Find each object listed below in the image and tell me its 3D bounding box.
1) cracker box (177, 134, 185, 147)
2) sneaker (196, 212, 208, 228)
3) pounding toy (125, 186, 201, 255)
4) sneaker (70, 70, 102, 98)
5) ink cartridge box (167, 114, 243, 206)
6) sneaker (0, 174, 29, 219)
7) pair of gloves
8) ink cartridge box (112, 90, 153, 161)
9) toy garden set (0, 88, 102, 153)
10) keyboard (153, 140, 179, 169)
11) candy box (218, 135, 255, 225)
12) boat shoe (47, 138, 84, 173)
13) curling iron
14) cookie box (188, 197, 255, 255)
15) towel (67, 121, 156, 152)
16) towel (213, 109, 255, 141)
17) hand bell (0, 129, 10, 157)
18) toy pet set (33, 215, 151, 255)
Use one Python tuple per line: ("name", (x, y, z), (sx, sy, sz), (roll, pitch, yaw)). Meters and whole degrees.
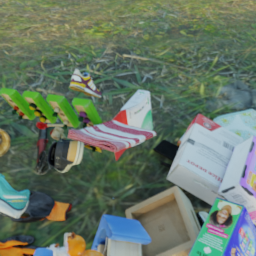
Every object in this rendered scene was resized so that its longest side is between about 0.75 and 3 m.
("cracker box", (2.139, 0.460, 9.762), (0.541, 0.233, 0.808), (27, 49, 25))
("sneaker", (2.553, 3.019, 6.786), (1.098, 0.827, 2.349), (-10, 44, -28))
("pounding toy", (0.614, 2.951, 6.617), (2.398, 1.097, 2.107), (-29, 44, 12))
("sneaker", (-1.248, -1.381, 8.894), (0.529, 1.412, 0.636), (12, 88, 27))
("ink cartridge box", (2.356, 0.921, 8.458), (1.676, 0.946, 2.283), (31, 49, 4))
("sneaker", (-3.318, 1.383, 6.554), (2.081, 0.806, 0.829), (35, 58, -22))
("pair of gloves", (-2.788, 2.686, 7.406), (2.086, 0.290, 2.342), (7, 43, 7))
("ink cartridge box", (0.156, -0.056, 8.515), (0.465, 1.493, 1.855), (12, 42, 25))
("toy garden set", (-1.915, -0.070, 7.590), (2.582, 2.152, 0.515), (9, 61, 19))
("keyboard", (1.616, 1.071, 9.171), (1.819, 0.187, 1.156), (27, 44, 27))
("candy box", (3.712, 1.645, 7.430), (2.249, 0.805, 1.887), (41, 50, -2))
("boat shoe", (-1.911, 0.763, 7.982), (0.753, 2.419, 0.903), (12, 74, -21))
("curling iron", (-2.849, 0.446, 9.599), (0.713, 0.368, 2.877), (-41, 37, 19))
("cookie box", (1.931, 2.602, 5.658), (0.664, 1.511, 1.766), (7, 52, 46))
("towel", (-0.299, 0.131, 6.479), (1.324, 0.209, 1.838), (14, 16, 29))
("towel", (4.242, 0.079, 9.998), (1.924, 0.463, 1.647), (-14, 45, -14))
("hand bell", (-4.980, 0.060, 9.866), (1.157, 1.157, 2.221), (-23, 36, -22))
("toy pet set", (-0.719, 2.129, 5.221), (2.194, 2.350, 1.248), (16, 51, -19))
